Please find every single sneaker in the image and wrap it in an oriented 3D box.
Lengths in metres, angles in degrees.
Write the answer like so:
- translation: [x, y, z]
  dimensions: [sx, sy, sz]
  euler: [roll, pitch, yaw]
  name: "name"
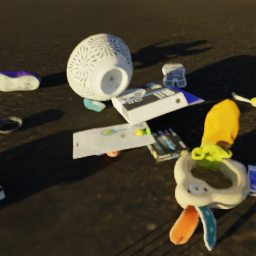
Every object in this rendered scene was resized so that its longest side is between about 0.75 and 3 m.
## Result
- translation: [-1.297, -0.887, 10.604]
  dimensions: [0.866, 0.331, 0.350]
  euler: [26, 34, 23]
  name: "sneaker"
- translation: [-4.803, -2.083, 12.109]
  dimensions: [2.105, 0.732, 1.047]
  euler: [4, 29, -2]
  name: "sneaker"

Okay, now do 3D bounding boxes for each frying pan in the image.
- translation: [-4.100, 0.082, 9.173]
  dimensions: [0.893, 0.240, 1.477]
  euler: [9, 36, 15]
  name: "frying pan"

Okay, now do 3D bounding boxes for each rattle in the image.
- translation: [1.925, 0.973, 6.296]
  dimensions: [1.899, 2.083, 2.916]
  euler: [39, 39, 17]
  name: "rattle"

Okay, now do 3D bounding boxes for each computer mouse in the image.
- translation: [2.012, -1.893, 11.906]
  dimensions: [1.498, 0.599, 2.733]
  euler: [-1, 39, 8]
  name: "computer mouse"

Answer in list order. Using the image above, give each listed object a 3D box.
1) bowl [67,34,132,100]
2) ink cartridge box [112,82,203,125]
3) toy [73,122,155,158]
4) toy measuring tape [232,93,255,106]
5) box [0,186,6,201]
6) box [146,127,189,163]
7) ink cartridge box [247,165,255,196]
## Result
- translation: [-0.717, -1.766, 9.353]
  dimensions: [2.386, 2.386, 1.120]
  euler: [-16, 41, -22]
  name: "bowl"
- translation: [0.889, -1.052, 9.766]
  dimensions: [2.544, 0.552, 2.521]
  euler: [-18, 22, -10]
  name: "ink cartridge box"
- translation: [-0.437, 0.461, 8.270]
  dimensions: [2.268, 0.535, 1.306]
  euler: [-13, 30, -4]
  name: "toy"
- translation: [4.933, -1.165, 10.670]
  dimensions: [0.672, 0.672, 1.826]
  euler: [-27, 41, -35]
  name: "toy measuring tape"
- translation: [-3.887, 1.562, 6.819]
  dimensions: [1.446, 0.333, 1.149]
  euler: [26, 41, 34]
  name: "box"
- translation: [1.105, 0.486, 8.498]
  dimensions: [0.991, 0.287, 1.247]
  euler: [-10, 35, -15]
  name: "box"
- translation: [3.563, 1.415, 7.152]
  dimensions: [0.961, 0.211, 0.970]
  euler: [10, 37, 15]
  name: "ink cartridge box"
